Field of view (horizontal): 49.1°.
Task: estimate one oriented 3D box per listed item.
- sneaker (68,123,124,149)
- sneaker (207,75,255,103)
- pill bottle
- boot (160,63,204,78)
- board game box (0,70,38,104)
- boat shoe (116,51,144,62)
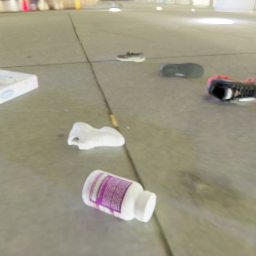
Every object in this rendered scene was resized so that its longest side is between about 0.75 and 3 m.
[{"bbox_3d":[-0.910,0.355,7.763,1.609,0.602,0.801,8,46,19],"label":"sneaker"},{"bbox_3d":[4.138,-1.367,10.487,2.522,0.892,1.232,11,30,25],"label":"sneaker"},{"bbox_3d":[-0.169,1.364,5.529,1.319,0.741,0.741,14,31,24],"label":"pill bottle"},{"bbox_3d":[2.617,-2.973,13.781,2.090,0.708,1.365,4,23,5],"label":"boot"},{"bbox_3d":[-5.645,-1.698,11.419,2.673,0.580,2.660,12,30,21],"label":"board game box"},{"bbox_3d":[0.141,-4.114,15.999,1.658,0.545,0.592,9,29,16],"label":"boat shoe"}]
